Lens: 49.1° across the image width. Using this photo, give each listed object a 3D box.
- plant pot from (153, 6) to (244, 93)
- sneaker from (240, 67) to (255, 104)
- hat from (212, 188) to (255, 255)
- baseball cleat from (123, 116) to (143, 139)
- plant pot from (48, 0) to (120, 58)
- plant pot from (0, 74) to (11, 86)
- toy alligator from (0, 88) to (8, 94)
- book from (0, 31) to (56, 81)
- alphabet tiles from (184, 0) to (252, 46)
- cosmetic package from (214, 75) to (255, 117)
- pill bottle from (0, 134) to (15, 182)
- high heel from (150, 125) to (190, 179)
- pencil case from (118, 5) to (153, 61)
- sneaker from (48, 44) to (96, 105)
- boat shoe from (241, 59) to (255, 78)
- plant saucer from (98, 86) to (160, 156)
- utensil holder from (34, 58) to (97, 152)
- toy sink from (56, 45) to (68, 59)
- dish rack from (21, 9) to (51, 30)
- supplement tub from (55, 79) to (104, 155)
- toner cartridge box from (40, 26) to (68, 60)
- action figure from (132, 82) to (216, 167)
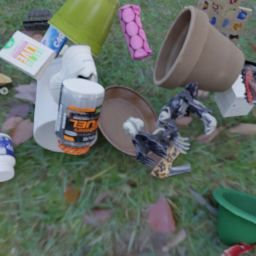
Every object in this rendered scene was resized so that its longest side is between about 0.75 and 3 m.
[{"bbox_3d":[2.295,-2.125,8.840,2.212,2.536,2.536,21,54,-13],"label":"plant pot"},{"bbox_3d":[2.951,-1.043,6.637,0.460,0.942,0.333,-15,27,16],"label":"sneaker"},{"bbox_3d":[3.198,3.423,8.240,2.911,2.411,2.562,15,98,-2],"label":"hat"},{"bbox_3d":[0.321,0.179,7.665,0.405,1.163,0.619,10,54,46],"label":"baseball cleat"},{"bbox_3d":[-1.293,-3.684,9.286,1.956,1.956,1.884,42,102,26],"label":"plant pot"},{"bbox_3d":[-5.851,-2.112,11.908,1.634,0.225,1.634,18,17,-6],"label":"plant pot"},{"bbox_3d":[-6.025,-1.674,11.884,2.217,0.657,0.601,7,14,5],"label":"toy alligator"},{"bbox_3d":[-3.204,-2.320,8.919,1.562,0.375,1.043,30,79,15],"label":"book"},{"bbox_3d":[2.850,-3.499,9.601,2.102,2.515,0.095,20,52,12],"label":"alphabet tiles"},{"bbox_3d":[3.754,-1.113,9.696,0.962,1.167,0.963,-7,58,-10],"label":"cosmetic package"},{"bbox_3d":[-4.430,1.038,9.717,0.903,0.903,1.508,-18,58,-12],"label":"pill bottle"},{"bbox_3d":[1.251,0.795,9.966,1.420,0.711,1.992,-9,64,-14],"label":"high heel"},{"bbox_3d":[0.272,-3.120,9.203,0.814,0.789,1.738,-21,98,-28],"label":"pencil case"},{"bbox_3d":[-1.524,-1.171,7.501,0.843,2.264,0.986,-12,68,-33],"label":"sneaker"},{"bbox_3d":[5.490,-2.735,12.532,2.514,0.716,0.840,22,57,15],"label":"boat shoe"},{"bbox_3d":[-0.059,-0.219,10.217,2.841,0.520,2.841,19,54,-28],"label":"plant saucer"},{"bbox_3d":[-2.231,-0.792,10.186,2.295,2.295,2.701,-4,55,-3],"label":"utensil holder"},{"bbox_3d":[-3.131,-3.477,13.141,1.063,0.596,0.693,13,55,9],"label":"toy sink"},{"bbox_3d":[-4.823,-5.908,14.960,1.418,0.504,1.848,-4,54,-4],"label":"dish rack"},{"bbox_3d":[-1.154,-0.249,6.471,0.973,1.588,0.973,11,25,-5],"label":"supplement tub"},{"bbox_3d":[-2.926,-3.607,11.336,0.790,1.663,0.359,37,18,0],"label":"toner cartridge box"},{"bbox_3d":[1.377,-0.071,7.502,1.452,1.692,2.846,43,56,10],"label":"action figure"}]
